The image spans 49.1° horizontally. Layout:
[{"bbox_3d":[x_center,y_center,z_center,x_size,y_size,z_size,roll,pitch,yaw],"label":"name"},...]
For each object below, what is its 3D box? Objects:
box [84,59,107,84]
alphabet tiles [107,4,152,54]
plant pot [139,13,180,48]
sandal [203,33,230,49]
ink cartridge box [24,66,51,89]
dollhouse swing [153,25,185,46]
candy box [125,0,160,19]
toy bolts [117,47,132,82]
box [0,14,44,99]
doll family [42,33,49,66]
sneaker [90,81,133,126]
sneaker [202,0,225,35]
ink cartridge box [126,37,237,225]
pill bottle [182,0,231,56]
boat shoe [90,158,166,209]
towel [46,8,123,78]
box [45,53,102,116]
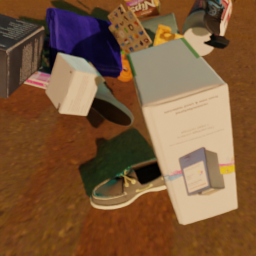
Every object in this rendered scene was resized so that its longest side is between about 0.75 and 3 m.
[{"bbox_3d":[-1.232,-1.718,9.374,0.517,1.256,0.309,-48,58,-4],"label":"box"},{"bbox_3d":[0.033,-2.802,8.424,0.052,1.635,1.361,-42,17,-26],"label":"alphabet tiles"},{"bbox_3d":[1.062,-3.346,10.361,1.647,1.682,1.682,-15,36,17],"label":"plant pot"},{"bbox_3d":[2.130,-2.068,6.608,0.482,0.307,1.282,18,12,-2],"label":"sandal"},{"bbox_3d":[-4.332,-2.503,13.403,2.649,0.491,1.254,15,42,20],"label":"ink cartridge box"},{"bbox_3d":[1.246,-2.433,8.405,0.882,1.003,0.912,16,13,8],"label":"dollhouse swing"},{"bbox_3d":[0.514,-5.202,11.045,1.225,2.099,0.593,-5,76,15],"label":"candy box"},{"bbox_3d":[-1.068,-3.053,13.728,2.371,1.644,2.265,-12,81,-29],"label":"toy bolts"},{"bbox_3d":[-3.814,-2.150,7.638,2.260,1.401,2.222,17,33,-1],"label":"box"},{"bbox_3d":[-2.946,-3.051,10.824,0.891,1.542,0.605,-24,1,-20],"label":"doll family"},{"bbox_3d":[-0.687,-0.940,8.578,2.261,0.823,0.957,33,50,6],"label":"sneaker"},{"bbox_3d":[2.610,-3.417,8.442,0.526,0.589,1.438,10,67,-40],"label":"sneaker"},{"bbox_3d":[1.060,0.080,5.588,1.312,2.998,2.179,-16,35,3],"label":"ink cartridge box"},{"bbox_3d":[2.774,-3.731,9.980,1.424,1.424,2.521,15,52,17],"label":"pill bottle"},{"bbox_3d":[0.184,1.527,8.176,2.758,0.824,0.986,-15,42,-18],"label":"boat shoe"},{"bbox_3d":[-1.357,-2.813,9.608,2.873,2.122,0.712,-6,4,-44],"label":"towel"},{"bbox_3d":[-1.262,-0.975,6.317,0.682,1.038,1.043,5,30,-40],"label":"box"}]
